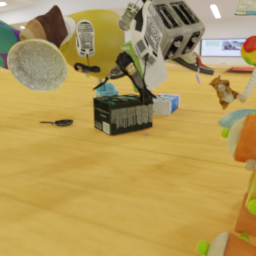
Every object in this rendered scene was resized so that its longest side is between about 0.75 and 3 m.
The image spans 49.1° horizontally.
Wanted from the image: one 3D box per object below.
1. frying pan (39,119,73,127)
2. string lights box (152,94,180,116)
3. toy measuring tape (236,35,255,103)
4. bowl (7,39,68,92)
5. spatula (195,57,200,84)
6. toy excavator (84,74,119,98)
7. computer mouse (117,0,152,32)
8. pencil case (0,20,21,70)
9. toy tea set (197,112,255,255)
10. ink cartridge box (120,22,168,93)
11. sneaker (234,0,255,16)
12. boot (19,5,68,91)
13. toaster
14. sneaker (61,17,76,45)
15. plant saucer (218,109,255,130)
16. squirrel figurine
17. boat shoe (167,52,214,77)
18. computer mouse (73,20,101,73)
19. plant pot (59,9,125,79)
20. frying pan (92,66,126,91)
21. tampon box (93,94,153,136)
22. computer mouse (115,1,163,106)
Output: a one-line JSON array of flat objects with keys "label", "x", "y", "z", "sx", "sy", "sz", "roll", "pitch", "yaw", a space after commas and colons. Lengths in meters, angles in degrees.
[{"label": "frying pan", "x": -2.571, "y": -0.148, "z": 10.228, "sx": 1.182, "sy": 0.192, "sz": 0.715, "roll": -12, "pitch": 19, "yaw": -29}, {"label": "string lights box", "x": 1.603, "y": -1.076, "z": 12.619, "sx": 1.059, "sy": 0.607, "sz": 2.060, "roll": 6, "pitch": 17, "yaw": 21}, {"label": "toy measuring tape", "x": 3.249, "y": -1.721, "z": 7.528, "sx": 0.828, "sy": 2.250, "sz": 0.828, "roll": 27, "pitch": -6, "yaw": 3}, {"label": "bowl", "x": -1.988, "y": -1.518, "z": 6.387, "sx": 1.310, "sy": 1.310, "sz": 0.615, "roll": 0, "pitch": 42, "yaw": -1}, {"label": "spatula", "x": 2.445, "y": -2.012, "z": 9.825, "sx": 0.108, "sy": 1.047, "sz": 0.296, "roll": -8, "pitch": -18, "yaw": 34}, {"label": "toy excavator", "x": -1.308, "y": -2.123, "z": 14.058, "sx": 1.774, "sy": 1.825, "sz": 0.911, "roll": -8, "pitch": 17, "yaw": -25}, {"label": "computer mouse", "x": 0.120, "y": -3.766, "z": 9.002, "sx": 0.815, "sy": 1.486, "sz": 0.326, "roll": 30, "pitch": 51, "yaw": -13}, {"label": "pencil case", "x": -3.868, "y": -2.414, "z": 7.722, "sx": 2.990, "sy": 1.272, "sz": 1.382, "roll": 23, "pitch": -23, "yaw": -38}, {"label": "toy tea set", "x": 1.640, "y": 0.878, "z": 4.122, "sx": 1.062, "sy": 1.706, "sz": 2.869, "roll": 17, "pitch": 27, "yaw": 23}, {"label": "ink cartridge box", "x": 0.398, "y": -1.998, "z": 7.612, "sx": 0.557, "sy": 1.877, "sz": 0.975, "roll": 7, "pitch": 36, "yaw": 44}, {"label": "sneaker", "x": 3.460, "y": -3.250, "z": 7.525, "sx": 1.081, "sy": 0.468, "sz": 0.405, "roll": 10, "pitch": 18, "yaw": 16}, {"label": "boot", "x": -2.022, "y": -2.155, "z": 7.650, "sx": 0.687, "sy": 1.898, "sz": 1.578, "roll": 9, "pitch": 47, "yaw": 25}, {"label": "toaster", "x": 1.350, "y": -3.458, "z": 9.634, "sx": 1.855, "sy": 2.052, "sz": 1.217, "roll": -22, "pitch": -17, "yaw": -32}, {"label": "sneaker", "x": -3.054, "y": -2.898, "z": 9.737, "sx": 2.926, "sy": 1.118, "sz": 1.178, "roll": -19, "pitch": 25, "yaw": 21}, {"label": "plant saucer", "x": 4.675, "y": -0.313, "z": 10.268, "sx": 2.598, "sy": 0.500, "sz": 2.598, "roll": 1, "pitch": 17, "yaw": 0}, {"label": "squirrel figurine", "x": 2.537, "y": -1.031, "z": 7.577, "sx": 0.792, "sy": 0.600, "sz": 0.848, "roll": 45, "pitch": 24, "yaw": -5}, {"label": "boat shoe", "x": 2.382, "y": -2.659, "z": 10.953, "sx": 2.363, "sy": 0.739, "sz": 0.841, "roll": 35, "pitch": 23, "yaw": 33}, {"label": "computer mouse", "x": -1.037, "y": -1.970, "z": 6.864, "sx": 0.687, "sy": 1.253, "sz": 0.275, "roll": -8, "pitch": 14, "yaw": -25}, {"label": "plant pot", "x": -1.834, "y": -3.583, "z": 11.655, "sx": 2.083, "sy": 2.934, "sz": 2.934, "roll": -4, "pitch": 15, "yaw": -40}, {"label": "frying pan", "x": -0.573, "y": -1.950, "z": 10.215, "sx": 1.669, "sy": 0.272, "sz": 1.010, "roll": -19, "pitch": 32, "yaw": 9}, {"label": "tampon box", "x": -0.184, "y": -0.512, "z": 9.830, "sx": 1.729, "sy": 1.092, "sz": 1.296, "roll": -10, "pitch": 19, "yaw": -31}, {"label": "computer mouse", "x": 0.316, "y": -1.827, "z": 6.390, "sx": 0.546, "sy": 1.364, "sz": 2.487, "roll": -10, "pitch": 53, "yaw": 32}]
